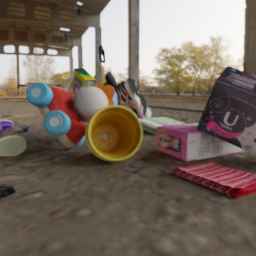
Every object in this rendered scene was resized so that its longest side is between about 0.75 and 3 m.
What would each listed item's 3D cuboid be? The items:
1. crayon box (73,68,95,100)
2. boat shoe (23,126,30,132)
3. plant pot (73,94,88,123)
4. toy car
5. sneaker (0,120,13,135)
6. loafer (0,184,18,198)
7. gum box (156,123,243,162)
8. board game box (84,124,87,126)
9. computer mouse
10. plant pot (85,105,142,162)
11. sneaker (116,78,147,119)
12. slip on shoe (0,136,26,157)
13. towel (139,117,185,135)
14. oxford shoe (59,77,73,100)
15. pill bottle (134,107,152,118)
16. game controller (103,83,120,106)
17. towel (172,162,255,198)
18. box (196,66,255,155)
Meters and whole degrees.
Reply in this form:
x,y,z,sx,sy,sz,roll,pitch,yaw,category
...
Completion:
x,y,z,sx,sy,sz,roll,pitch,yaw,category
-1.826,-1.441,11.431,0.475,1.628,1.405,-8,33,-28,crayon box
-5.133,0.066,14.035,0.368,0.300,0.874,-9,7,-4,boat shoe
-1.593,-0.740,10.449,0.928,0.903,0.928,5,26,-2,plant pot
-1.616,-0.801,9.349,2.438,2.156,2.247,-34,-16,-4,toy car
-5.960,0.182,12.455,0.785,0.759,1.883,24,30,34,sneaker
-2.579,1.289,5.516,0.768,0.276,0.242,-5,27,4,loafer
2.378,0.384,9.404,2.694,0.891,1.529,-4,10,-29,gum box
-1.377,-0.136,11.691,1.913,0.330,1.295,-23,3,-36,board game box
-0.716,-2.136,10.248,0.304,1.787,0.524,-5,30,20,computer mouse
-0.565,0.229,8.656,1.636,1.636,1.539,-3,-6,-18,plant pot
0.133,-1.103,10.720,0.740,1.715,0.689,-6,30,35,sneaker
-4.018,0.638,8.757,0.560,0.678,1.831,0,11,35,slip on shoe
1.817,-0.096,14.449,2.775,0.426,2.070,-4,19,-41,towel
-2.909,-1.508,13.000,0.810,0.777,2.195,9,51,22,oxford shoe
0.952,-0.867,17.978,1.024,1.024,1.845,1,8,9,pill bottle
-0.760,-1.367,12.753,0.381,0.944,1.810,-34,37,23,game controller
2.214,1.132,6.592,1.438,0.224,1.988,-4,9,-32,towel
3.610,-0.367,8.035,2.648,1.750,1.519,27,36,19,box
